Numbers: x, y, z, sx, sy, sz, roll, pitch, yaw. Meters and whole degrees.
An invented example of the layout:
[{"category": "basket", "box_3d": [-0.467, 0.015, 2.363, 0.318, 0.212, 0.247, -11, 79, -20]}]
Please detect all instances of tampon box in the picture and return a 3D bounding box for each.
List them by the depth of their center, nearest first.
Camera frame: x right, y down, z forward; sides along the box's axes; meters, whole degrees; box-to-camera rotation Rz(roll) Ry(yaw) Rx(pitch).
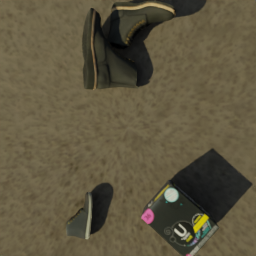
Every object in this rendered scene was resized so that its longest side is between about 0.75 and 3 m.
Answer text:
[{"category": "tampon box", "box_3d": [1.373, 2.446, 7.665, 1.627, 1.027, 1.219, 41, 92, 6]}]

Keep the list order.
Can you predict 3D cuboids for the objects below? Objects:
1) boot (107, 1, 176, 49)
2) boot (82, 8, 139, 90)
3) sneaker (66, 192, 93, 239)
[{"category": "boot", "box_3d": [0.358, -3.121, 8.831, 2.107, 0.816, 1.457, 8, 81, 25]}, {"category": "boot", "box_3d": [-0.525, -2.351, 8.697, 1.687, 0.945, 2.439, 1, 87, -19]}, {"category": "sneaker", "box_3d": [-1.395, 2.485, 8.010, 0.692, 0.487, 1.303, 5, 81, -2]}]
